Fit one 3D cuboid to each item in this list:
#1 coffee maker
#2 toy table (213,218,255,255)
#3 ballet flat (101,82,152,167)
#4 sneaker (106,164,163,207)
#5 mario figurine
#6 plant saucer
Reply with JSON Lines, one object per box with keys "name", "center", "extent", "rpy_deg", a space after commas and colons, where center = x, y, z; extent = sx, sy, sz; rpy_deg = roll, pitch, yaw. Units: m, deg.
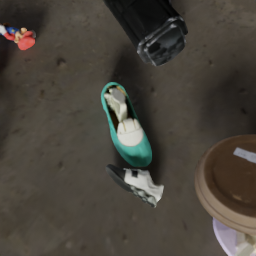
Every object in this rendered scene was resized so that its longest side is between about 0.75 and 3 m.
{"name": "coffee maker", "center": [0.343, -3.651, 9.018], "extent": [2.730, 1.914, 2.842], "rpy_deg": [-1, 52, -48]}
{"name": "toy table", "center": [2.900, 2.545, 6.518], "extent": [1.835, 1.074, 1.687], "rpy_deg": [38, 66, 17]}
{"name": "ballet flat", "center": [-0.141, -0.194, 8.066], "extent": [0.943, 0.986, 2.801], "rpy_deg": [-21, 64, -8]}
{"name": "sneaker", "center": [0.191, 1.355, 7.479], "extent": [1.646, 0.610, 0.728], "rpy_deg": [33, 66, 6]}
{"name": "mario figurine", "center": [-3.941, -3.429, 9.935], "extent": [1.576, 0.835, 0.973], "rpy_deg": [28, 64, 16]}
{"name": "plant saucer", "center": [3.025, 1.181, 6.790], "extent": [2.800, 0.412, 2.800], "rpy_deg": [-10, 46, 10]}
